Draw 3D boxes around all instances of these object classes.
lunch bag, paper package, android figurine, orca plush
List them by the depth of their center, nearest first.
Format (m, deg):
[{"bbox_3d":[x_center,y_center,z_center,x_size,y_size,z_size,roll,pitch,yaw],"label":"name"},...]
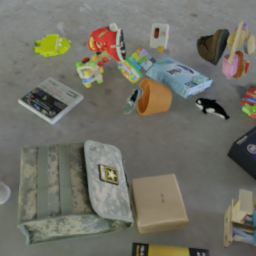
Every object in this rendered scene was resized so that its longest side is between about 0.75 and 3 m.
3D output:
[{"bbox_3d":[-1.295,1.576,7.334,2.780,1.634,2.280,-4,50,-11],"label":"lunch bag"},{"bbox_3d":[0.784,2.035,7.522,1.286,0.698,1.349,-6,52,-5],"label":"paper package"},{"bbox_3d":[3.013,-0.758,9.940,0.697,0.471,1.325,-29,57,-22],"label":"orca plush"},{"bbox_3d":[-3.348,-3.648,12.400,1.596,0.328,1.453,-3,51,0],"label":"android figurine"}]

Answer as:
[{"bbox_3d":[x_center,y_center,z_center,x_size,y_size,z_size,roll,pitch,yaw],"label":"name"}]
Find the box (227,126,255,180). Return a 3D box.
[{"bbox_3d":[4.319,0.623,8.640,1.987,0.784,1.402,-30,54,-22],"label":"box"}]

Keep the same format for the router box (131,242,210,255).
[{"bbox_3d":[0.898,3.839,6.097,1.835,0.609,2.333,4,51,3],"label":"router box"}]

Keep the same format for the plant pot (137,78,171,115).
[{"bbox_3d":[0.931,-1.043,9.767,0.894,1.277,1.277,4,49,-17],"label":"plant pot"}]

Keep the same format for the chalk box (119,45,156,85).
[{"bbox_3d":[0.328,-2.068,9.077,0.762,1.230,0.768,45,72,-3],"label":"chalk box"}]

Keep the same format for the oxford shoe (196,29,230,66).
[{"bbox_3d":[3.028,-2.996,10.358,1.098,2.600,0.945,26,89,8],"label":"oxford shoe"}]

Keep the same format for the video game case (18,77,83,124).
[{"bbox_3d":[-2.851,-1.052,10.362,1.765,0.206,1.604,30,56,21],"label":"video game case"}]

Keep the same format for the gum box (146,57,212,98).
[{"bbox_3d":[1.850,-1.954,10.538,2.057,0.458,1.747,37,37,26],"label":"gum box"}]

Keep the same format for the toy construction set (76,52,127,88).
[{"bbox_3d":[-0.992,-2.441,10.909,2.367,1.090,1.552,-25,30,-29],"label":"toy construction set"}]

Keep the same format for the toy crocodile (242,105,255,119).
[{"bbox_3d":[4.623,-0.397,9.647,1.406,0.475,0.434,28,74,21],"label":"toy crocodile"}]

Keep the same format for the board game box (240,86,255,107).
[{"bbox_3d":[5.307,-0.735,9.964,2.332,0.227,1.200,27,45,21],"label":"board game box"}]

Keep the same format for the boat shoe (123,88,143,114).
[{"bbox_3d":[0.113,-0.899,9.221,0.363,0.997,0.308,41,17,18],"label":"boat shoe"}]

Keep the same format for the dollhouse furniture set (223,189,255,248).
[{"bbox_3d":[3.000,2.352,6.807,0.987,1.401,0.982,11,52,9],"label":"dollhouse furniture set"}]

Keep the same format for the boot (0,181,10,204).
[{"bbox_3d":[-4.385,1.491,7.752,2.135,1.020,0.785,7,51,6],"label":"boot"}]

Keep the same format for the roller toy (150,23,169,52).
[{"bbox_3d":[1.395,-3.986,12.201,0.793,1.035,1.135,7,51,6],"label":"roller toy"}]

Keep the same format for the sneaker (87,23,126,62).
[{"bbox_3d":[-0.811,-2.982,10.077,1.251,1.135,2.947,-12,28,-7],"label":"sneaker"}]

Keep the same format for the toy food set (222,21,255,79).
[{"bbox_3d":[3.564,-2.376,9.139,0.426,2.706,1.720,18,95,31],"label":"toy food set"}]
